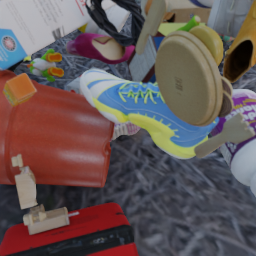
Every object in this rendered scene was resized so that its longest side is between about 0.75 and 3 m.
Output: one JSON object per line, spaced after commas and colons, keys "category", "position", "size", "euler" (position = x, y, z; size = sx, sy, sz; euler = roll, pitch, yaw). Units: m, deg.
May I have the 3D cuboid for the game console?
{"category": "game console", "position": [-0.998, 2.472, 4.946], "size": [2.265, 1.344, 1.952], "euler": [-10, 9, -13]}

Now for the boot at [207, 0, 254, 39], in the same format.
{"category": "boot", "position": [2.699, -3.203, 6.477], "size": [1.151, 2.407, 0.885], "euler": [28, 58, 21]}

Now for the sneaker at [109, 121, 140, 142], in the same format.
{"category": "sneaker", "position": [-0.224, -0.025, 7.900], "size": [1.162, 0.467, 0.514], "euler": [-16, 34, -18]}

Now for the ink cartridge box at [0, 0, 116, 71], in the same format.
{"category": "ink cartridge box", "position": [-1.843, -2.659, 5.747], "size": [2.938, 1.702, 0.980], "euler": [-36, 27, -18]}

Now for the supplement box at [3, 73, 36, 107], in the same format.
{"category": "supplement box", "position": [-1.641, -0.540, 4.189], "size": [0.317, 0.307, 0.921], "euler": [-34, 12, -22]}

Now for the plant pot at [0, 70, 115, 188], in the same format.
{"category": "plant pot", "position": [-1.601, 0.203, 6.194], "size": [2.492, 2.563, 2.563], "euler": [9, 39, -1]}

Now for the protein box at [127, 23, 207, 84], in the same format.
{"category": "protein box", "position": [0.984, -1.560, 6.623], "size": [1.509, 1.520, 1.026], "euler": [-9, 74, -21]}

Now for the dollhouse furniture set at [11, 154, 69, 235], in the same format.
{"category": "dollhouse furniture set", "position": [-1.585, 1.088, 5.182], "size": [0.707, 1.449, 1.235], "euler": [-10, 5, -16]}

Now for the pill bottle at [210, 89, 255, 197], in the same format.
{"category": "pill bottle", "position": [2.086, 0.271, 4.615], "size": [1.072, 1.072, 1.909], "euler": [-5, 40, -6]}

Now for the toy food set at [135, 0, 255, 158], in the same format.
{"category": "toy food set", "position": [0.763, -0.594, 3.332], "size": [0.367, 1.261, 1.827], "euler": [-23, 77, -20]}

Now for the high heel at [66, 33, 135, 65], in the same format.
{"category": "high heel", "position": [-0.421, -2.160, 7.499], "size": [2.314, 0.779, 1.110], "euler": [-2, 8, -41]}

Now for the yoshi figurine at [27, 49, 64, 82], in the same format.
{"category": "yoshi figurine", "position": [-2.151, -1.662, 7.612], "size": [1.395, 0.781, 0.784], "euler": [8, 57, 49]}

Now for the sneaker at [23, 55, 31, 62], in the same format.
{"category": "sneaker", "position": [-4.274, -3.079, 11.732], "size": [0.342, 0.395, 0.874], "euler": [-8, 41, -13]}

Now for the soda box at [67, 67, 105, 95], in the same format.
{"category": "soda box", "position": [-1.421, -1.547, 9.732], "size": [0.531, 0.494, 1.557], "euler": [20, 43, 23]}

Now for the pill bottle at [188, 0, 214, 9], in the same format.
{"category": "pill bottle", "position": [2.614, -4.511, 8.305], "size": [1.782, 1.782, 2.978], "euler": [3, 23, 4]}

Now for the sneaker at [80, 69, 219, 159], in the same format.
{"category": "sneaker", "position": [0.429, -0.515, 4.685], "size": [2.434, 1.279, 0.922], "euler": [31, 43, -7]}

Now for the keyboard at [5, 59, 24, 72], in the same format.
{"category": "keyboard", "position": [-3.401, -2.055, 7.812], "size": [1.359, 0.220, 2.139], "euler": [24, 71, 22]}

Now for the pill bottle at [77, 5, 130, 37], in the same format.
{"category": "pill bottle", "position": [-1.385, -3.845, 8.511], "size": [2.751, 1.572, 1.572], "euler": [32, 40, -8]}

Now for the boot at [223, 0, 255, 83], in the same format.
{"category": "boot", "position": [2.816, -2.241, 5.667], "size": [0.916, 2.604, 1.864], "euler": [30, 54, 18]}

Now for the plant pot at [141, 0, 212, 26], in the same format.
{"category": "plant pot", "position": [2.294, -5.126, 12.533], "size": [2.926, 2.930, 2.594], "euler": [-7, 52, -9]}

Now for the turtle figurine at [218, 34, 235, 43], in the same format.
{"category": "turtle figurine", "position": [4.510, -3.949, 12.330], "size": [1.697, 1.141, 2.267], "euler": [20, 37, 23]}

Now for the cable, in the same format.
{"category": "cable", "position": [-0.144, -2.125, 5.443], "size": [1.118, 1.371, 0.348], "euler": [-3, 51, 46]}

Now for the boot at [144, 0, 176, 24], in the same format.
{"category": "boot", "position": [1.088, -3.871, 9.602], "size": [0.577, 1.504, 1.167], "euler": [16, -5, -43]}
